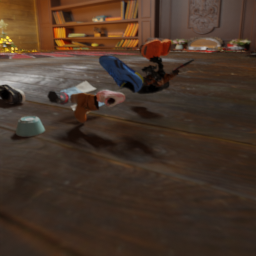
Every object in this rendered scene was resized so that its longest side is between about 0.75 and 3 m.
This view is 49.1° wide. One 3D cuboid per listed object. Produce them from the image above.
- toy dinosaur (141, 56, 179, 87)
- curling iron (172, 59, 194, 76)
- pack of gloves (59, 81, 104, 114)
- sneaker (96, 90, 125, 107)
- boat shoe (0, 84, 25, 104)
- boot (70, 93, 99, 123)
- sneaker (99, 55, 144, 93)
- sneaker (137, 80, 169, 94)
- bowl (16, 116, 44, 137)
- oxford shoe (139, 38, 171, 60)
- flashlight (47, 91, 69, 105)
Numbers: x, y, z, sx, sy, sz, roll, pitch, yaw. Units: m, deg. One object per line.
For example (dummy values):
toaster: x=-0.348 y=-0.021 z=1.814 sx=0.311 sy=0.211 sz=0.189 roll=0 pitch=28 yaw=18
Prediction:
toy dinosaur: x=0.995 y=-1.765 z=9.158 sx=1.473 sy=1.000 sz=0.752 roll=-17 pitch=37 yaw=28
curling iron: x=1.434 y=-1.583 z=7.287 sx=0.761 sy=0.189 sz=0.097 roll=-36 pitch=-8 yaw=-19
pack of gloves: x=-1.695 y=-1.278 z=10.910 sx=1.443 sy=0.339 sz=1.717 roll=39 pitch=43 yaw=16
sneaker: x=-0.729 y=-0.972 z=9.298 sx=1.141 sy=0.430 sz=0.597 roll=7 pitch=25 yaw=30
boat shoe: x=-5.652 y=-1.556 z=13.024 sx=2.071 sy=0.765 sz=0.625 roll=23 pitch=24 yaw=32
boot: x=-1.390 y=-0.670 z=9.630 sx=0.949 sy=1.222 sz=0.469 roll=4 pitch=34 yaw=22
sneaker: x=-0.310 y=-1.762 z=9.198 sx=1.706 sy=0.562 sz=0.669 roll=34 pitch=57 yaw=0
sneaker: x=0.893 y=-1.746 z=11.954 sx=1.738 sy=0.660 sz=0.789 roll=-9 pitch=20 yaw=48
bowl: x=-3.248 y=-0.092 z=9.212 sx=0.909 sy=0.476 sz=0.909 roll=-1 pitch=20 yaw=0
oxford shoe: x=0.959 y=-3.302 z=11.587 sx=0.857 sy=0.838 sz=2.350 roll=24 pitch=26 yaw=23
flashlight: x=-1.743 y=-0.767 z=6.984 sx=0.343 sy=0.344 sz=1.013 roll=12 pitch=1 yaw=3
